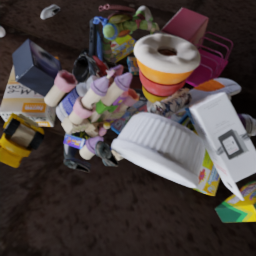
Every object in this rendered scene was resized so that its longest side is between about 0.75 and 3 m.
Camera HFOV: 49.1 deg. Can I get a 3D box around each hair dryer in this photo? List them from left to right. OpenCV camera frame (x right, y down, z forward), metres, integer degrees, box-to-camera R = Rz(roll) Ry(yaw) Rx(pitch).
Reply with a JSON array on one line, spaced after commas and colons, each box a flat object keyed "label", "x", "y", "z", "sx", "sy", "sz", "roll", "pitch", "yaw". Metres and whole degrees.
[{"label": "hair dryer", "x": -0.883, "y": -1.860, "z": 8.236, "sx": 0.385, "sy": 1.080, "sz": 1.419, "roll": -29, "pitch": 26, "yaw": 1}]

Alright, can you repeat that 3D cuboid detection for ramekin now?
[{"label": "ramekin", "x": 0.850, "y": 0.536, "z": 7.219, "sx": 2.409, "sy": 2.409, "sz": 1.122, "roll": 24, "pitch": 78, "yaw": 14}]

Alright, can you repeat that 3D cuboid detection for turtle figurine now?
[{"label": "turtle figurine", "x": 0.131, "y": -3.198, "z": 10.260, "sx": 2.878, "sy": 2.071, "sz": 2.791, "roll": 32, "pitch": 39, "yaw": -6}]

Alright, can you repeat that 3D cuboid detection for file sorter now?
[{"label": "file sorter", "x": 3.020, "y": -2.619, "z": 10.845, "sx": 1.317, "sy": 1.188, "sz": 1.895, "roll": 30, "pitch": 63, "yaw": 17}]

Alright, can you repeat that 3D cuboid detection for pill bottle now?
[{"label": "pill bottle", "x": -1.363, "y": -0.800, "z": 8.575, "sx": 1.588, "sy": 0.951, "sz": 0.951, "roll": -43, "pitch": 60, "yaw": 21}, {"label": "pill bottle", "x": 3.357, "y": -0.046, "z": 8.792, "sx": 1.413, "sy": 0.794, "sz": 0.794, "roll": 3, "pitch": 57, "yaw": -20}]

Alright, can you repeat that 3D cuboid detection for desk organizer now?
[{"label": "desk organizer", "x": -0.060, "y": -1.417, "z": 9.723, "sx": 1.582, "sy": 0.567, "sz": 0.609, "roll": 8, "pitch": 52, "yaw": -1}]

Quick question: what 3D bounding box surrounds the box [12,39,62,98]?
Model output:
[{"label": "box", "x": -2.509, "y": -1.627, "z": 7.938, "sx": 0.756, "sy": 1.217, "sz": 1.227, "roll": -37, "pitch": 52, "yaw": 19}]

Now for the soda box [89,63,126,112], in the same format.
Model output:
[{"label": "soda box", "x": -0.770, "y": -1.435, "z": 10.421, "sx": 0.713, "sy": 0.666, "sz": 2.092, "roll": -20, "pitch": 61, "yaw": -13}]

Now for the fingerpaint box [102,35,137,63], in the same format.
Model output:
[{"label": "fingerpaint box", "x": -0.426, "y": -3.442, "z": 11.775, "sx": 1.259, "sy": 0.462, "sz": 1.051, "roll": -38, "pitch": 66, "yaw": -20}]

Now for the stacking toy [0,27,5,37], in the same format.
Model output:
[{"label": "stacking toy", "x": -6.223, "y": -4.536, "z": 12.224, "sx": 1.843, "sy": 1.346, "sz": 1.346, "roll": 26, "pitch": 60, "yaw": -5}]

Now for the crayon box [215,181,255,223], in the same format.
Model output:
[{"label": "crayon box", "x": 3.431, "y": 1.909, "z": 7.572, "sx": 1.660, "sy": 1.432, "sz": 0.484, "roll": -26, "pitch": 81, "yaw": -28}]

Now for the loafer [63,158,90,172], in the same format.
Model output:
[{"label": "loafer", "x": -1.545, "y": 1.147, "z": 8.541, "sx": 0.855, "sy": 0.307, "sz": 0.269, "roll": 16, "pitch": 39, "yaw": -22}]

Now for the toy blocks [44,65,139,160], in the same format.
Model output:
[{"label": "toy blocks", "x": -0.427, "y": -0.674, "z": 7.863, "sx": 2.616, "sy": 2.202, "sz": 2.444, "roll": 55, "pitch": 31, "yaw": 14}]

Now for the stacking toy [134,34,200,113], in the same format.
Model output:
[{"label": "stacking toy", "x": 0.946, "y": -1.291, "z": 8.261, "sx": 1.809, "sy": 2.476, "sz": 1.809, "roll": 5, "pitch": 43, "yaw": -4}]

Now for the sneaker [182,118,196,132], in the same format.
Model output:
[{"label": "sneaker", "x": 1.823, "y": 0.554, "z": 9.101, "sx": 0.936, "sy": 0.824, "sz": 2.213, "roll": 24, "pitch": 61, "yaw": 14}]

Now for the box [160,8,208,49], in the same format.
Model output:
[{"label": "box", "x": 2.042, "y": -3.444, "z": 11.199, "sx": 1.227, "sy": 1.439, "sz": 2.251, "roll": 30, "pitch": 63, "yaw": 17}]

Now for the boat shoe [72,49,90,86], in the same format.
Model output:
[{"label": "boat shoe", "x": -1.795, "y": -2.542, "z": 11.151, "sx": 0.712, "sy": 0.582, "sz": 1.928, "roll": 10, "pitch": 59, "yaw": 6}]

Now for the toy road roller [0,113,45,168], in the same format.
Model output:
[{"label": "toy road roller", "x": -3.335, "y": 0.376, "z": 8.433, "sx": 1.086, "sy": 1.767, "sz": 1.290, "roll": 33, "pitch": 92, "yaw": -22}]

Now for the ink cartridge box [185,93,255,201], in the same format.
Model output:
[{"label": "ink cartridge box", "x": 2.492, "y": 0.408, "z": 7.181, "sx": 0.838, "sy": 1.455, "sz": 2.513, "roll": -29, "pitch": 93, "yaw": 4}]

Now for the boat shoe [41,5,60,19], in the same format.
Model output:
[{"label": "boat shoe", "x": -3.605, "y": -5.372, "z": 13.066, "sx": 0.361, "sy": 0.379, "sz": 1.054, "roll": 29, "pitch": 53, "yaw": 18}]

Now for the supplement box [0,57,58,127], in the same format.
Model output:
[{"label": "supplement box", "x": -3.429, "y": -1.355, "z": 10.189, "sx": 1.632, "sy": 0.952, "sz": 2.589, "roll": 0, "pitch": 59, "yaw": 0}]

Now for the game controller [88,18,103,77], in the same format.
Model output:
[{"label": "game controller", "x": -1.137, "y": -2.823, "z": 10.113, "sx": 0.533, "sy": 1.320, "sz": 2.531, "roll": -2, "pitch": 53, "yaw": -3}]

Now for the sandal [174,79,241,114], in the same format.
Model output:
[{"label": "sandal", "x": 2.286, "y": -0.839, "z": 8.782, "sx": 2.428, "sy": 0.696, "sz": 0.930, "roll": -19, "pitch": 41, "yaw": -2}]

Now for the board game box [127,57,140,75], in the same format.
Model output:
[{"label": "board game box", "x": 0.421, "y": -2.030, "z": 9.186, "sx": 0.832, "sy": 0.195, "sz": 0.628, "roll": -3, "pitch": 61, "yaw": -16}]

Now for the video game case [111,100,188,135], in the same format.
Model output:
[{"label": "video game case", "x": 0.934, "y": -0.445, "z": 9.583, "sx": 2.644, "sy": 0.235, "sz": 1.892, "roll": -44, "pitch": 53, "yaw": -14}]

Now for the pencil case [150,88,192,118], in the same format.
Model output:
[{"label": "pencil case", "x": 1.153, "y": -0.635, "z": 7.372, "sx": 1.265, "sy": 0.566, "sz": 0.492, "roll": -30, "pitch": 62, "yaw": -35}]

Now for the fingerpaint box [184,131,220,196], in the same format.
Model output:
[{"label": "fingerpaint box", "x": 2.161, "y": 1.068, "z": 8.485, "sx": 1.311, "sy": 0.576, "sz": 1.571, "roll": 23, "pitch": 78, "yaw": -7}]

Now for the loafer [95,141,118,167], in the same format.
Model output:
[{"label": "loafer", "x": -0.514, "y": 0.670, "z": 7.130, "sx": 0.348, "sy": 1.105, "sz": 0.397, "roll": 14, "pitch": 63, "yaw": 22}]

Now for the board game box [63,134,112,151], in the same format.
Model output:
[{"label": "board game box", "x": -1.156, "y": 0.554, "z": 8.459, "sx": 0.877, "sy": 1.304, "sz": 0.292, "roll": 13, "pitch": 84, "yaw": 40}]

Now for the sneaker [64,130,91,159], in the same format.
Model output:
[{"label": "sneaker", "x": -1.515, "y": 0.121, "z": 9.339, "sx": 0.922, "sy": 0.812, "sz": 2.180, "roll": 15, "pitch": 58, "yaw": -3}]
